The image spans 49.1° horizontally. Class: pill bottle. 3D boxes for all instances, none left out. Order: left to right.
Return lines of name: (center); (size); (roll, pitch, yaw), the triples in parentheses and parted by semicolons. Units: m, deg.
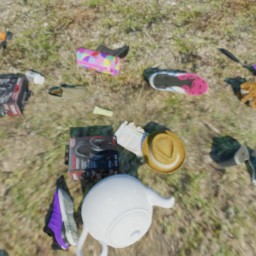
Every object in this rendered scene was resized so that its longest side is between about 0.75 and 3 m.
pill bottle: (-4.180, -2.227, 12.537); (0.770, 0.446, 0.446); (23, 56, 15)

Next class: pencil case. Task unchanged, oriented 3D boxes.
pencil case: (-1.376, -3.034, 12.881); (2.099, 0.927, 0.927); (18, 55, 16)

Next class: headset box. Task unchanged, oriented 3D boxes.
headset box: (-5.194, -1.279, 11.571); (2.130, 0.822, 1.585); (-2, 51, -2)
headset box: (-1.289, 1.055, 9.893); (1.888, 0.729, 1.405); (-2, 53, -4)

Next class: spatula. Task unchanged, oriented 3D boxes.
spatula: (5.456, -3.067, 13.190); (0.799, 0.291, 2.828); (-11, 44, -45)

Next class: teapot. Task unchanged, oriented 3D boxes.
teapot: (-0.191, 2.523, 7.803); (2.176, 2.204, 1.610); (7, 24, -31)

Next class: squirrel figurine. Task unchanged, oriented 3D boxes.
squirrel figurine: (5.299, -1.362, 11.703); (1.153, 0.816, 1.077); (-23, 63, -13)

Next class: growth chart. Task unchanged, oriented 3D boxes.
growth chart: (0.240, 0.449, 10.711); (1.685, 0.149, 1.219); (33, 60, 22)

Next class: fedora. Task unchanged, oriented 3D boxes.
fedora: (1.287, 0.762, 9.972); (1.698, 0.692, 1.698); (-1, 65, 2)

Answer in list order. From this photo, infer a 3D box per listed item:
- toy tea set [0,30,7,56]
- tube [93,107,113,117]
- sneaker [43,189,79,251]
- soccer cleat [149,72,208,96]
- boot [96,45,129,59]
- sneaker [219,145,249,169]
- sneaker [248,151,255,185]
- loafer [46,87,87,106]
toy tea set: (-6.422, -3.689, 13.075); (0.792, 1.273, 2.141); (19, 52, -13)
tube: (-1.038, -0.655, 11.519); (0.800, 0.208, 0.232); (16, 31, 16)
sneaker: (-2.198, 2.810, 8.609); (0.985, 0.689, 1.981); (-29, 46, 4)
soccer cleat: (2.137, -1.980, 12.094); (2.574, 0.899, 1.111); (7, 13, -13)
boot: (-0.802, -3.750, 13.639); (1.309, 0.520, 1.503); (32, 62, 21)
sneaker: (3.767, 1.014, 9.995); (1.440, 0.765, 0.538); (-15, 83, -51)
sneaker: (4.590, 1.324, 9.764); (0.519, 0.610, 1.338); (3, 52, 2)
loafer: (-2.594, -1.388, 11.803); (1.793, 0.605, 0.682); (-18, 55, -13)
